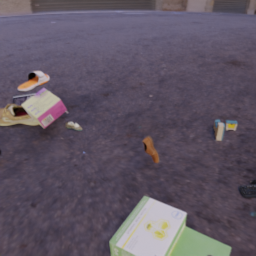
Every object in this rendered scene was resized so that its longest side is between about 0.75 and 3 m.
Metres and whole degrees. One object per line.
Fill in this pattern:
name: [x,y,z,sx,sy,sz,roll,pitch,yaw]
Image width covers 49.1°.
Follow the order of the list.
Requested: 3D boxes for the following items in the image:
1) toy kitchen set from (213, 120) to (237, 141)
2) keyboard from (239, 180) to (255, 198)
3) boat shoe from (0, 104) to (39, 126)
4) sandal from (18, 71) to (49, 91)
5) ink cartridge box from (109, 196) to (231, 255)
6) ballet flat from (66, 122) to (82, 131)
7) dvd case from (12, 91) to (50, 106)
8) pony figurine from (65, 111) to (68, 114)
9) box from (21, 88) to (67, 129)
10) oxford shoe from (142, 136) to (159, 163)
toy kitchen set: [4.050,-0.031,11.442,0.924,0.679,1.153,5,31,8]
keyboard: [4.114,1.821,8.670,1.341,0.266,0.698,-2,30,-5]
boat shoe: [-4.947,-0.644,12.149,2.437,0.809,0.902,-1,50,-3]
sandal: [-5.469,-2.853,16.278,0.957,0.716,2.499,9,31,15]
ink cartridge box: [1.055,2.790,6.711,2.470,0.592,1.797,15,33,27]
ballet flat: [-2.327,-0.085,11.920,0.785,0.295,0.266,12,32,19]
dvd case: [-4.718,-1.146,13.810,1.892,0.203,2.545,-11,33,-14]
pony figurine: [-3.271,-0.899,12.614,0.814,0.978,0.944,-11,-6,29]
box: [-3.382,-0.811,11.267,1.176,0.646,1.337,-43,52,-18]
oxford shoe: [0.737,0.792,9.456,0.365,1.025,0.366,-33,18,-24]
